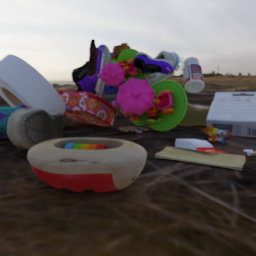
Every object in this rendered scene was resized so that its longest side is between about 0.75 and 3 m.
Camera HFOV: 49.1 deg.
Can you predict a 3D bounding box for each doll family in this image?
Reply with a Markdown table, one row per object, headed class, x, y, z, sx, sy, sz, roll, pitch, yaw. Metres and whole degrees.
| class | x | y | z | sx | sy | sz | roll | pitch | yaw |
| --- | --- | --- | --- | --- | --- | --- | --- | --- | --- |
| doll family | 2.714 | 0.123 | 8.620 | 0.693 | 0.503 | 1.116 | 7 | 12 | 35 |

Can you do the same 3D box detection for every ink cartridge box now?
| class | x | y | z | sx | sy | sz | roll | pitch | yaw |
| --- | --- | --- | --- | --- | --- | --- | --- | --- | --- |
| ink cartridge box | 1.849 | 0.445 | 7.097 | 0.836 | 0.293 | 1.028 | 3 | -2 | -42 |
| ink cartridge box | 4.103 | -0.549 | 10.071 | 2.189 | 0.768 | 2.693 | 3 | 24 | 23 |

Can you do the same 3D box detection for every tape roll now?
| class | x | y | z | sx | sy | sz | roll | pitch | yaw |
| --- | --- | --- | --- | --- | --- | --- | --- | --- | --- |
| tape roll | -3.533 | -1.168 | 9.790 | 2.781 | 2.781 | 0.973 | 11 | 54 | 49 |

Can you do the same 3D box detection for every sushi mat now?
| class | x | y | z | sx | sy | sz | roll | pitch | yaw |
| --- | --- | --- | --- | --- | --- | --- | --- | --- | --- |
| sushi mat | 1.667 | 0.680 | 6.500 | 1.959 | 0.119 | 0.937 | 6 | 10 | 27 |

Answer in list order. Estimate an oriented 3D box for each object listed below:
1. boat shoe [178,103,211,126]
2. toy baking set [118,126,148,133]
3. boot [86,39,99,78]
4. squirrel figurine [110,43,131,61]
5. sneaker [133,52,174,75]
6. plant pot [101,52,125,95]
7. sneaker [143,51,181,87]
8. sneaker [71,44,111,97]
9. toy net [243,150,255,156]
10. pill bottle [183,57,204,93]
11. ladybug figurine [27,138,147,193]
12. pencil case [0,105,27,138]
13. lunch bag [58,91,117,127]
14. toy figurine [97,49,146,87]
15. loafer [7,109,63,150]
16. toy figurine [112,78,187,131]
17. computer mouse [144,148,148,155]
| class | x | y | z | sx | sy | sz | roll | pitch | yaw |
| --- | --- | --- | --- | --- | --- | --- | --- | --- | --- |
| boat shoe | 2.761 | -0.523 | 11.378 | 2.661 | 0.957 | 0.862 | 6 | 4 | 27 |
| toy baking set | 0.166 | 0.074 | 10.128 | 1.076 | 0.125 | 0.826 | -1 | 13 | -3 |
| boot | -0.991 | -1.849 | 7.491 | 0.300 | 0.830 | 0.690 | 8 | -23 | 8 |
| squirrel figurine | -0.302 | -2.530 | 10.389 | 0.871 | 1.231 | 1.149 | -1 | 14 | -5 |
| sneaker | 0.717 | -1.820 | 8.522 | 1.298 | 0.451 | 0.645 | 24 | 55 | 16 |
| plant pot | -0.468 | -2.504 | 13.180 | 1.624 | 1.807 | 1.807 | 11 | 25 | 21 |
| sneaker | 0.631 | -1.876 | 10.789 | 1.105 | 2.949 | 1.278 | 51 | 23 | 20 |
| sneaker | -1.507 | -2.050 | 10.612 | 1.323 | 2.661 | 0.925 | 18 | 48 | -2 |
| toy net | 3.110 | 0.656 | 6.630 | 0.781 | 0.151 | 0.409 | 6 | 14 | 40 |
| pill bottle | 2.362 | -1.944 | 10.233 | 0.686 | 1.253 | 0.686 | 1 | -32 | 1 |
| ladybug figurine | -0.734 | 0.632 | 4.857 | 2.110 | 0.759 | 1.432 | 2 | 10 | 12 |
| pencil case | -4.489 | -0.203 | 8.690 | 2.554 | 1.087 | 1.180 | -2 | 42 | -16 |
| lunch bag | -1.608 | -0.662 | 11.078 | 2.230 | 0.914 | 1.964 | 11 | -15 | 33 |
| toy figurine | -0.432 | -1.802 | 8.910 | 1.573 | 1.181 | 1.448 | 2 | 21 | 35 |
| loafer | -2.589 | 0.042 | 7.650 | 1.019 | 1.129 | 2.983 | -1 | 0 | 3 |
| toy figurine | 0.366 | -0.877 | 9.497 | 2.494 | 1.873 | 2.296 | -13 | -15 | 37 |
| computer mouse | -0.175 | 0.561 | 6.725 | 1.276 | 0.280 | 0.699 | 4 | 12 | 20 |
